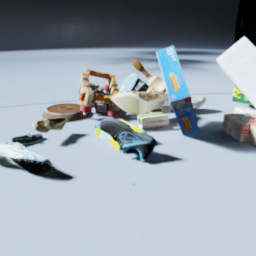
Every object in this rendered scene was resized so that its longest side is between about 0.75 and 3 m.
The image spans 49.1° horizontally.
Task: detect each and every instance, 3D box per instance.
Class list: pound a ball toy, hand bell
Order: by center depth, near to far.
[{"bbox_3d":[1.076,-0.310,11.650,1.365,0.580,0.890,-8,16,-14],"label":"pound a ball toy"},{"bbox_3d":[1.081,-2.954,15.687,2.592,1.350,1.350,46,31,4],"label":"hand bell"}]

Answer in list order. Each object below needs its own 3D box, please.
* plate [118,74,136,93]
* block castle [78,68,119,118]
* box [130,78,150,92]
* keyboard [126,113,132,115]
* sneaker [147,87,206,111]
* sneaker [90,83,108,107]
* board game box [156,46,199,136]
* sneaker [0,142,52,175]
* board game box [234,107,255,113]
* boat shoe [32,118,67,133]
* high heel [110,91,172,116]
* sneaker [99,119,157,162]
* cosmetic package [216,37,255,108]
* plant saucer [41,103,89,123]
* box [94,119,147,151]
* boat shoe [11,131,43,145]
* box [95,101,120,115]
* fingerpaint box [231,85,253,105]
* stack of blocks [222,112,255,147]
[{"bbox_3d":[-0.144,-2.503,16.255,0.216,1.690,1.690,34,5,-28],"label":"plate"},{"bbox_3d":[-1.416,-1.612,13.415,1.842,1.293,2.757,9,36,-19],"label":"block castle"},{"bbox_3d":[0.577,-2.157,15.851,1.046,0.585,1.483,-42,23,5],"label":"box"},{"bbox_3d":[0.369,-0.959,14.009,0.562,0.106,1.997,-9,18,15],"label":"keyboard"},{"bbox_3d":[2.296,-1.453,13.616,2.955,1.214,1.150,2,12,1],"label":"sneaker"},{"bbox_3d":[-1.499,-1.873,14.955,0.752,1.165,2.147,15,26,36],"label":"sneaker"},{"bbox_3d":[1.865,-1.321,10.411,0.676,2.368,2.419,-17,55,12],"label":"board game box"},{"bbox_3d":[-3.100,0.810,8.214,2.199,0.790,0.797,9,51,26],"label":"sneaker"},{"bbox_3d":[5.839,-0.426,12.197,1.436,0.394,2.274,-3,21,-7],"label":"board game box"},{"bbox_3d":[-2.839,-0.162,10.244,0.533,0.460,1.462,52,26,20],"label":"boat shoe"},{"bbox_3d":[0.698,-1.268,12.483,2.738,0.978,1.952,11,24,10],"label":"high heel"},{"bbox_3d":[-0.119,0.343,8.901,2.000,0.732,0.819,23,69,16],"label":"sneaker"},{"bbox_3d":[5.265,-2.179,11.770,1.049,1.493,2.945,17,38,-60],"label":"cosmetic package"},{"bbox_3d":[-2.948,-0.775,13.193,2.234,0.385,2.234,-1,20,0],"label":"plant saucer"},{"bbox_3d":[-0.242,0.250,10.283,1.216,0.501,2.072,-15,27,-32],"label":"box"},{"bbox_3d":[-3.652,0.363,10.150,1.152,0.356,0.431,-16,26,-36],"label":"boat shoe"},{"bbox_3d":[-0.921,-1.185,13.976,0.810,0.606,1.618,9,24,24],"label":"box"},{"bbox_3d":[6.761,-1.601,13.539,2.485,1.093,2.979,17,15,35],"label":"fingerpaint box"},{"bbox_3d":[4.673,0.109,10.360,1.326,0.674,2.302,-4,21,-11],"label":"stack of blocks"}]
